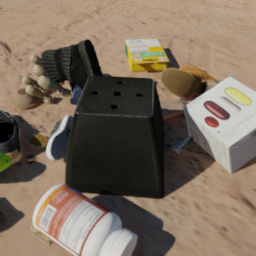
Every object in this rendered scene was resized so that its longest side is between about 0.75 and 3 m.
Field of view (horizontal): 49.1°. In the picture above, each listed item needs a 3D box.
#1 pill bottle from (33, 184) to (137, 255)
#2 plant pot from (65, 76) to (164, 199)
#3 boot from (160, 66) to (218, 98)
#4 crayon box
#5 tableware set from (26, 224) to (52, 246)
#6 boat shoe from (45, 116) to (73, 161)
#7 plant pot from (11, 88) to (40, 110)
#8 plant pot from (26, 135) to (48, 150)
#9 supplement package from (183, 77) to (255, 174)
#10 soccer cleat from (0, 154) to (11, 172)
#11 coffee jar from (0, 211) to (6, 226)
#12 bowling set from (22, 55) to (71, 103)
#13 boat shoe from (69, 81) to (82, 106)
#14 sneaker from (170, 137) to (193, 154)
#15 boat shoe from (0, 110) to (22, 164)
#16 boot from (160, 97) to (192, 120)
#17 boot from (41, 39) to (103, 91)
[{"bbox_3d":[-1.011,2.414,6.703,2.325,1.304,1.304,24,45,22],"label":"pill bottle"},{"bbox_3d":[-0.307,0.074,8.569,2.990,2.659,2.997,3,40,5],"label":"plant pot"},{"bbox_3d":[2.590,-2.288,12.331,2.936,1.126,2.279,9,34,-14],"label":"boot"},{"bbox_3d":[0.925,-3.798,14.853,1.851,0.759,2.944,-5,39,-6],"label":"crayon box"},{"bbox_3d":[-2.202,2.722,7.276,0.764,0.153,0.505,24,33,19],"label":"tableware set"},{"bbox_3d":[-2.401,0.385,9.731,0.640,0.776,2.261,-19,29,20],"label":"boat shoe"},{"bbox_3d":[-4.387,-1.311,11.899,1.171,0.541,1.171,2,40,-2],"label":"plant pot"},{"bbox_3d":[-3.190,0.481,9.954,0.793,0.109,0.793,10,38,-8],"label":"plant pot"},{"bbox_3d":[3.365,-0.145,9.216,2.075,1.596,2.170,-34,46,-8],"label":"supplement package"},{"bbox_3d":[-5.027,1.253,8.586,2.875,0.971,1.165,-6,1,11],"label":"soccer cleat"},{"bbox_3d":[-3.819,2.309,7.515,1.115,0.476,0.582,26,44,29],"label":"coffee jar"},{"bbox_3d":[-3.751,-1.738,12.148,1.458,1.890,2.716,26,24,-41],"label":"bowling set"},{"bbox_3d":[-2.141,-2.067,12.366,1.003,1.230,2.923,-3,37,-6],"label":"boat shoe"},{"bbox_3d":[1.830,0.505,9.846,0.568,0.369,0.984,22,38,36],"label":"sneaker"},{"bbox_3d":[-4.455,0.069,9.956,1.100,0.918,2.948,-19,41,-19],"label":"boat shoe"},{"bbox_3d":[1.856,-0.716,10.964,1.412,0.678,1.931,2,28,22],"label":"boot"},{"bbox_3d":[-2.147,-1.924,11.259,2.181,2.918,1.098,-12,6,21],"label":"boot"}]
